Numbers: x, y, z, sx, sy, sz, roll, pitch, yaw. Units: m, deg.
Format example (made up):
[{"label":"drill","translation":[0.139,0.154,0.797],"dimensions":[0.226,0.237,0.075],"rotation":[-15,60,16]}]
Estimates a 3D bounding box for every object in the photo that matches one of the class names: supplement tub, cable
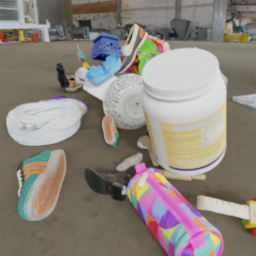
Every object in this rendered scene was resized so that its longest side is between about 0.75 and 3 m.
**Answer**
[{"label":"supplement tub","translation":[1.398,-0.340,6.966],"dimensions":[1.972,2.713,1.972],"rotation":[-9,42,8]},{"label":"cable","translation":[-3.136,-0.269,10.636],"dimensions":[2.734,0.946,2.733],"rotation":[-16,26,-35]}]

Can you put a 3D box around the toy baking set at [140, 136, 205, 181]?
[{"label":"toy baking set","translation":[1.371,0.762,8.069],"dimensions":[2.279,0.265,1.749],"rotation":[0,43,18]}]

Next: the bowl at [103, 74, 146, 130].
[{"label":"bowl","translation":[0.202,-0.854,10.134],"dimensions":[2.124,2.124,0.997],"rotation":[-5,14,-12]}]

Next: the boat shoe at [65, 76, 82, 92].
[{"label":"boat shoe","translation":[-3.282,-2.799,17.041],"dimensions":[0.779,0.738,2.056],"rotation":[1,22,2]}]

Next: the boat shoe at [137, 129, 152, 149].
[{"label":"boat shoe","translation":[0.919,0.149,10.010],"dimensions":[0.690,0.621,1.952],"rotation":[12,25,27]}]

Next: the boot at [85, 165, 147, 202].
[{"label":"boot","translation":[-0.181,1.311,7.443],"dimensions":[1.608,0.557,1.400],"rotation":[22,26,30]}]

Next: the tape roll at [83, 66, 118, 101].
[{"label":"tape roll","translation":[-0.390,-1.546,11.965],"dimensions":[2.978,1.041,2.978],"rotation":[26,10,-5]}]

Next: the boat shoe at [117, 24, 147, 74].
[{"label":"boat shoe","translation":[0.009,-3.093,11.040],"dimensions":[0.620,1.982,0.706],"rotation":[31,-2,-31]}]

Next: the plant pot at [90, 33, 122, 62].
[{"label":"plant pot","translation":[-0.860,-3.102,10.830],"dimensions":[0.949,0.853,0.949],"rotation":[1,-6,-31]}]

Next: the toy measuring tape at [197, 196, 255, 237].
[{"label":"toy measuring tape","translation":[2.325,1.739,5.630],"dimensions":[2.269,0.835,0.835],"rotation":[13,21,-8]}]

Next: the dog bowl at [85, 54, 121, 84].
[{"label":"dog bowl","translation":[-0.869,-2.122,10.251],"dimensions":[1.446,0.358,0.806],"rotation":[-33,37,6]}]

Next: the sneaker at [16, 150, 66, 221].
[{"label":"sneaker","translation":[-2.281,1.355,6.846],"dimensions":[1.053,0.941,2.636],"rotation":[-6,18,2]}]

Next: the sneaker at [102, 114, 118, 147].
[{"label":"sneaker","translation":[-0.595,0.107,9.614],"dimensions":[0.436,0.488,1.221],"rotation":[-16,55,14]}]

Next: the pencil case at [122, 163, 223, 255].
[{"label":"pencil case","translation":[0.782,1.723,5.682],"dimensions":[1.078,1.078,2.439],"rotation":[-10,25,-22]}]

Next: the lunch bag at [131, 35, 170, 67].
[{"label":"lunch bag","translation":[1.119,-3.173,13.392],"dimensions":[1.881,2.135,0.875],"rotation":[31,37,27]}]

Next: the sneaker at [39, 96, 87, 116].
[{"label":"sneaker","translation":[-2.862,-1.088,12.781],"dimensions":[2.326,0.809,1.157],"rotation":[5,22,13]}]

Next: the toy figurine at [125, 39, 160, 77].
[{"label":"toy figurine","translation":[0.509,-2.436,13.034],"dimensions":[2.013,2.681,2.467],"rotation":[-34,10,-33]}]

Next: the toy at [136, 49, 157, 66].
[{"label":"toy","translation":[1.282,-1.654,10.193],"dimensions":[0.639,2.705,1.558],"rotation":[-46,30,-3]}]

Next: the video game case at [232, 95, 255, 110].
[{"label":"video game case","translation":[6.719,-1.161,13.729],"dimensions":[1.834,0.231,2.561],"rotation":[-9,24,-19]}]

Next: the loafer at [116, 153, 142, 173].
[{"label":"loafer","translation":[0.058,1.008,8.269],"dimensions":[0.367,0.367,1.051],"rotation":[22,31,27]}]

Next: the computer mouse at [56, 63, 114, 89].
[{"label":"computer mouse","translation":[-2.148,-2.561,14.228],"dimensions":[2.898,1.589,0.636],"rotation":[-1,55,-10]}]

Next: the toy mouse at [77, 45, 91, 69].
[{"label":"toy mouse","translation":[-1.987,-2.964,11.808],"dimensions":[0.231,1.060,1.193],"rotation":[-28,17,-9]}]

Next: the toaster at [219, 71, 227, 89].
[{"label":"toaster","translation":[3.477,-1.599,12.315],"dimensions":[1.202,2.026,1.832],"rotation":[14,6,28]}]

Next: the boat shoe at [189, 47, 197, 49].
[{"label":"boat shoe","translation":[2.107,-2.250,10.834],"dimensions":[0.693,2.138,0.769],"rotation":[23,60,10]}]
